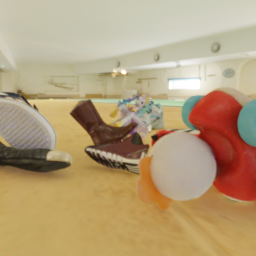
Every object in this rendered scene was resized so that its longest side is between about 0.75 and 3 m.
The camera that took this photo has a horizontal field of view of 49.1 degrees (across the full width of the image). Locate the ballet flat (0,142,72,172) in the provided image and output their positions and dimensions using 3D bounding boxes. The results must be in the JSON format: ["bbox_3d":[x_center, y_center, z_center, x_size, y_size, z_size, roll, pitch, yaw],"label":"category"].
[{"bbox_3d":[-2.271,0.509,5.973,2.470,0.702,0.821,3,-26,23],"label":"ballet flat"}]

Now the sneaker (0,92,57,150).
[{"bbox_3d":[-2.669,-0.248,6.756,2.780,1.090,1.104,25,17,18],"label":"sneaker"}]

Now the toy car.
[{"bbox_3d":[1.093,0.605,4.240,2.101,1.858,1.937,-30,16,-10],"label":"toy car"}]

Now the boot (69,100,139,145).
[{"bbox_3d":[-0.639,-0.246,7.078,1.357,1.456,0.468,-34,1,13],"label":"boot"}]

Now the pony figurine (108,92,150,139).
[{"bbox_3d":[-0.035,-0.281,9.173,1.524,1.766,1.830,42,57,13],"label":"pony figurine"}]

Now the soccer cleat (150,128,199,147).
[{"bbox_3d":[1.873,0.416,6.361,2.952,1.013,1.257,2,9,42],"label":"soccer cleat"}]

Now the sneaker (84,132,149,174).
[{"bbox_3d":[-0.188,0.439,6.218,1.507,0.870,0.570,12,-31,28],"label":"sneaker"}]

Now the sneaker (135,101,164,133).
[{"bbox_3d":[0.637,-0.517,11.911,1.127,1.254,2.904,4,9,28],"label":"sneaker"}]
